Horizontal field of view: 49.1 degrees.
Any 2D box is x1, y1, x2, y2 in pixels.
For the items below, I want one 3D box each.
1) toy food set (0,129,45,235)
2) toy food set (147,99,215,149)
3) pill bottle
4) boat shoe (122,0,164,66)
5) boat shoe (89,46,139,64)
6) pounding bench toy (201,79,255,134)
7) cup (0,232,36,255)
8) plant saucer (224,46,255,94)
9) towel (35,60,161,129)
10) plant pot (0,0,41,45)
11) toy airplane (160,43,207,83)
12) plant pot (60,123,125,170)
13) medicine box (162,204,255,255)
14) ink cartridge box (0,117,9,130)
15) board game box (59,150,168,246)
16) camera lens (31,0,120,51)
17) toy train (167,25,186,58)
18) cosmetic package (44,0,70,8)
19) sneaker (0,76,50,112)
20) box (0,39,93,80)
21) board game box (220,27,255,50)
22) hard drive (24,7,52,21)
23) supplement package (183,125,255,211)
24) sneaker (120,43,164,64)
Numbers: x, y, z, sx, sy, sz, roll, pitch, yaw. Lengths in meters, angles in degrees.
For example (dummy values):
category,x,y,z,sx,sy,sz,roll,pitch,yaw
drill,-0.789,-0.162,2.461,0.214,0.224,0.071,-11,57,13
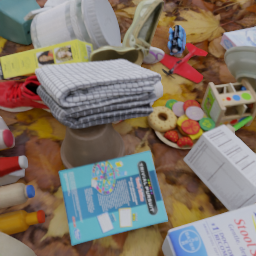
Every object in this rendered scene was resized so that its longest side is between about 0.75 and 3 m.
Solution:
category,x,y,z,sx,sy,sz,roll,pitch,yaw
toy food set,-2.956,1.099,7.165,1.310,1.390,2.912,-12,53,-3
toy food set,1.680,-0.173,8.750,1.826,0.449,1.845,-29,58,-19
pill bottle,0.143,-0.979,8.964,1.895,1.049,1.049,-27,58,-18
boat shoe,0.528,-3.196,9.651,0.798,0.925,2.537,15,84,44
boat shoe,-0.487,-2.221,8.626,1.821,0.664,0.573,-21,41,-36
pounding bench toy,3.286,-0.464,8.563,1.381,1.100,1.770,-8,54,-6
cup,-2.617,2.535,4.728,1.691,1.691,1.209,10,49,7
plant saucer,4.194,-1.569,8.743,2.723,2.723,0.683,27,90,18
towel,-0.791,-0.953,7.131,2.644,1.131,2.189,-12,28,-26
plant pot,-4.568,-4.575,11.269,2.376,1.680,1.679,35,61,15
toy airplane,2.141,-2.513,10.500,2.087,0.384,2.087,-1,53,1
plant pot,-1.006,0.346,7.663,1.852,1.615,1.852,1,55,-1
medicine box,2.503,3.141,5.672,2.894,1.490,2.636,-14,55,-9
ink cartridge box,-4.852,-0.112,8.468,1.944,0.823,1.405,31,59,20
board game box,-0.374,1.678,6.906,2.301,0.540,1.737,-12,77,-5
camera lens,-1.801,-3.202,9.565,2.565,2.051,2.051,-13,51,22
toy train,1.910,-3.332,10.802,0.577,0.761,1.331,-6,60,28
cosmetic package,-2.210,-4.188,10.962,1.581,1.576,0.972,9,52,7
sneaker,-3.197,-1.188,8.539,2.936,1.696,1.150,2,76,6
box,-2.499,-2.023,8.537,2.796,1.052,0.701,-8,96,17
board game box,5.236,-2.897,10.594,2.463,0.537,2.475,-15,55,-17
hard drive,-3.167,-4.028,9.865,0.586,0.119,0.889,-11,22,44
supplement package,2.622,1.047,7.222,1.071,1.112,1.955,-17,57,-39
sneaker,0.429,-2.958,10.628,1.879,0.703,0.936,4,54,3
